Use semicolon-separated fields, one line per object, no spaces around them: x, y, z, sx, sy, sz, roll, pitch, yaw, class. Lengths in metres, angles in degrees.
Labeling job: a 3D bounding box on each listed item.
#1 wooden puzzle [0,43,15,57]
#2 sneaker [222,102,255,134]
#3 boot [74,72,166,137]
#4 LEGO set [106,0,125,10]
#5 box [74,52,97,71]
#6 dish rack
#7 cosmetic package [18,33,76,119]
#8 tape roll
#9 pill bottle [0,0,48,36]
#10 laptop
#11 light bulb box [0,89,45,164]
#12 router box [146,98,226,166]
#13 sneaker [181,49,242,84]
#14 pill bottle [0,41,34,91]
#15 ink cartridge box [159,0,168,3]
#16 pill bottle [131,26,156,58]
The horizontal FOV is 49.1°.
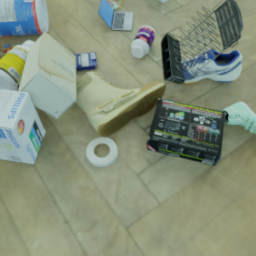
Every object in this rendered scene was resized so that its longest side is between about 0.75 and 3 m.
-4.858;-3.094;11.523;1.129;0.132;0.761;39;64;23;wooden puzzle
3.816;-0.089;9.170;1.039;0.648;1.761;-19;48;-19;sneaker
-0.387;-1.238;9.758;2.951;1.074;2.293;-34;61;-18;boot
-0.677;-6.596;13.463;1.015;0.821;2.206;-5;56;-3;LEGO set
-1.909;-2.624;11.150;1.315;0.213;0.797;-6;56;-5;box
2.369;-2.963;9.369;0.797;2.921;2.241;21;52;-31;dish rack
-2.580;-1.810;9.281;1.037;1.469;2.837;-39;38;21;cosmetic package
-0.834;0.756;8.894;1.001;0.183;1.001;0;56;-1;tape roll
-4.991;-4.713;11.702;2.969;1.666;1.666;-4;56;-2;pill bottle
-0.503;-5.078;12.439;1.438;0.834;1.347;3;57;2;laptop
-3.834;-0.055;8.297;2.080;2.062;1.298;8;57;4;light bulb box
1.866;0.096;9.020;2.288;0.711;1.715;13;57;9;router box
2.696;-2.377;10.286;2.826;1.246;1.064;-2;58;8;sneaker
-4.063;-2.294;10.381;1.133;1.133;2.015;21;57;13;pill bottle
1.634;-6.947;13.628;0.934;0.938;1.279;-33;63;-20;ink cartridge box
0.595;-3.482;11.405;0.757;0.757;1.347;16;58;11;pill bottle
